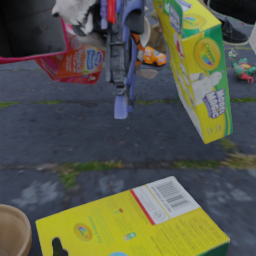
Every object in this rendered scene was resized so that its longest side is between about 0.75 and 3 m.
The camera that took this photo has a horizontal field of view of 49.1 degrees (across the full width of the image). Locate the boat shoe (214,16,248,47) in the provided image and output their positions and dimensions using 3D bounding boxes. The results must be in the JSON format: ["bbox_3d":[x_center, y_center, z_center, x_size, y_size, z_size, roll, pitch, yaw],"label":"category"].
[{"bbox_3d":[2.844,-2.921,8.334,1.703,0.530,0.636,21,57,-4],"label":"boat shoe"}]

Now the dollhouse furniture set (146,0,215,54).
[{"bbox_3d":[2.030,-3.473,8.322,1.919,2.888,2.532,24,3,-17],"label":"dollhouse furniture set"}]

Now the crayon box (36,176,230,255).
[{"bbox_3d":[0.014,1.812,4.466,2.602,0.661,1.652,-12,33,-21],"label":"crayon box"}]

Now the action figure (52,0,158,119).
[{"bbox_3d":[-0.315,-1.540,4.937,1.454,2.779,2.689,4,-1,25],"label":"action figure"}]

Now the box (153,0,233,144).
[{"bbox_3d":[1.167,-1.195,5.065,0.669,2.765,1.623,-23,44,7],"label":"box"}]

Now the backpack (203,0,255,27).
[{"bbox_3d":[2.352,-2.773,5.595,1.420,1.261,1.069,20,35,-7],"label":"backpack"}]

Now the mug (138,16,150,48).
[{"bbox_3d":[-0.055,-2.676,7.048,1.020,1.356,1.528,18,22,-20],"label":"mug"}]

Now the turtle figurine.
[{"bbox_3d":[4.759,-2.508,11.338,1.653,1.112,2.208,33,28,25],"label":"turtle figurine"}]

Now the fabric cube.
[{"bbox_3d":[-2.507,-2.117,5.236,1.820,1.826,1.791,-1,16,30],"label":"fabric cube"}]

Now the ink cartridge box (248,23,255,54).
[{"bbox_3d":[3.250,-1.022,4.754,0.939,1.621,2.783,-20,69,3],"label":"ink cartridge box"}]

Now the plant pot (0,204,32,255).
[{"bbox_3d":[-2.202,1.933,4.251,1.483,0.685,1.483,1,31,0],"label":"plant pot"}]

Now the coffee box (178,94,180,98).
[{"bbox_3d":[2.202,-1.204,9.474,0.274,0.766,1.247,-13,32,-27],"label":"coffee box"}]

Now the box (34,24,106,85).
[{"bbox_3d":[-1.851,-2.355,7.586,1.326,1.270,2.660,-3,38,-46],"label":"box"}]

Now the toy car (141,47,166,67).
[{"bbox_3d":[0.491,-3.172,12.651,2.660,0.885,1.305,-20,36,-31],"label":"toy car"}]
